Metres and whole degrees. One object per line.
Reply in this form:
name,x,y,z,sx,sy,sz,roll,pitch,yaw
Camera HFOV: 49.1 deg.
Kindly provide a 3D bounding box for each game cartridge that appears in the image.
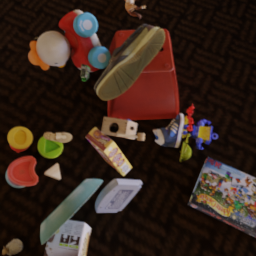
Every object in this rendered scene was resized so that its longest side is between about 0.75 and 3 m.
game cartridge,-0.390,2.216,9.081,1.098,1.650,0.337,7,42,-35

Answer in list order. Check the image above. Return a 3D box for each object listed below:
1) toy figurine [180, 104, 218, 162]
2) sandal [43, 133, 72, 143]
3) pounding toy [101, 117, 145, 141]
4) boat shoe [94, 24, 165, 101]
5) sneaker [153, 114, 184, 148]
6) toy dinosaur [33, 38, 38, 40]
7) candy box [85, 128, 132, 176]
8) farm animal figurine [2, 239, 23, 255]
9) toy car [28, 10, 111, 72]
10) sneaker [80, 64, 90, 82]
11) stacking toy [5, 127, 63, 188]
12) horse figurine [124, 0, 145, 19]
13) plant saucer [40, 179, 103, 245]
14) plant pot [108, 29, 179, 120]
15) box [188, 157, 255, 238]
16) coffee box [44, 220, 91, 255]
toy figurine,2.769,0.301,10.602,1.319,1.161,2.202,13,66,1
sandal,-2.221,0.306,8.688,0.900,0.296,0.330,5,96,6
pounding toy,-0.106,0.003,9.872,1.560,1.370,0.714,9,88,23
boat shoe,-0.066,-2.147,8.997,2.964,1.059,0.974,-47,58,-6
sneaker,1.541,0.021,10.978,1.088,0.598,1.486,12,70,1
toy dinosaur,-4.036,-4.186,13.259,0.911,0.216,0.401,29,74,17
candy box,-0.599,0.807,9.138,0.480,1.699,0.991,-47,51,-11
farm animal figurine,-3.956,4.534,8.632,1.664,0.877,1.682,-22,66,-10
toy car,-2.395,-2.872,10.549,2.604,2.303,2.400,-29,26,-12
sneaker,-1.576,-1.999,10.215,0.325,0.832,0.355,18,62,9
stacking toy,-3.557,1.191,10.536,1.987,0.927,2.195,7,64,-26
horse figurine,0.257,-6.288,14.103,1.209,0.455,1.824,-6,69,10
plant saucer,-1.831,2.419,8.660,0.462,2.572,2.572,44,71,1
plant pot,0.543,-2.177,10.965,2.907,2.564,2.910,-3,65,-1
box,3.725,2.441,9.854,2.713,0.511,1.853,24,66,11
coffee box,-1.950,4.223,8.449,1.044,1.478,2.615,7,64,4
